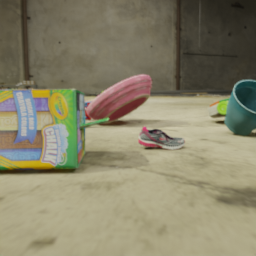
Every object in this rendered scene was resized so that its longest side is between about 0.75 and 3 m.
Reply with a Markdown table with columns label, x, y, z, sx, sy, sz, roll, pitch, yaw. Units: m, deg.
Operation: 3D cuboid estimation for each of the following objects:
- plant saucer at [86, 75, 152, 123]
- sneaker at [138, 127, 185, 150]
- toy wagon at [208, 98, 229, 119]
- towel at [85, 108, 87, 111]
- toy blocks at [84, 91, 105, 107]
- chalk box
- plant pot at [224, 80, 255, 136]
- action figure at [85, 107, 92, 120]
| label | x | y | z | sx | sy | sz | roll | pitch | yaw |
| --- | --- | --- | --- | --- | --- | --- | --- | --- | --- |
| plant saucer | -0.208 | -0.895 | 9.799 | 2.534 | 0.642 | 2.534 | -30 | -9 | -5 |
| sneaker | 0.715 | 0.224 | 5.815 | 0.982 | 0.366 | 0.396 | 6 | 16 | -11 |
| toy wagon | 4.343 | -0.848 | 9.936 | 2.823 | 0.559 | 2.191 | -16 | -10 | 24 |
| towel | -0.936 | -0.705 | 10.222 | 1.245 | 0.142 | 0.897 | -5 | 2 | -11 |
| toy blocks | -1.650 | -1.141 | 13.992 | 1.493 | 1.092 | 2.185 | -20 | 13 | -31 |
| chalk box | -1.287 | -0.003 | 4.581 | 1.930 | 1.195 | 1.201 | 0 | 3 | -2 |
| plant pot | 3.112 | -0.436 | 7.324 | 1.191 | 1.191 | 1.119 | 4 | -37 | -5 |
| action figure | -2.085 | -0.637 | 11.134 | 1.737 | 0.567 | 0.860 | 10 | -3 | -32 |
